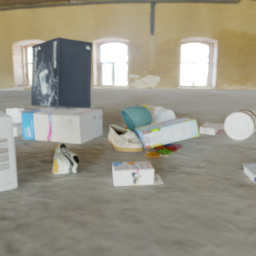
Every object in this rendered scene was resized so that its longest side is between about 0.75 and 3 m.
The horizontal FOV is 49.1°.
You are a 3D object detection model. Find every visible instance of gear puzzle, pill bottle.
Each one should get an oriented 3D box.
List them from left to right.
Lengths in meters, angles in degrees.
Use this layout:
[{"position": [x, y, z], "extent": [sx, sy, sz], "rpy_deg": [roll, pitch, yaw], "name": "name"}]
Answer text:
[{"position": [1.043, -0.433, 12.665], "extent": [1.140, 1.140, 1.994], "rpy_deg": [-11, 15, -44], "name": "pill bottle"}, {"position": [1.084, 0.696, 9.207], "extent": [0.892, 0.226, 1.723], "rpy_deg": [7, 13, 34], "name": "gear puzzle"}, {"position": [4.757, -0.210, 11.540], "extent": [1.104, 1.104, 1.931], "rpy_deg": [7, 14, 33], "name": "pill bottle"}]

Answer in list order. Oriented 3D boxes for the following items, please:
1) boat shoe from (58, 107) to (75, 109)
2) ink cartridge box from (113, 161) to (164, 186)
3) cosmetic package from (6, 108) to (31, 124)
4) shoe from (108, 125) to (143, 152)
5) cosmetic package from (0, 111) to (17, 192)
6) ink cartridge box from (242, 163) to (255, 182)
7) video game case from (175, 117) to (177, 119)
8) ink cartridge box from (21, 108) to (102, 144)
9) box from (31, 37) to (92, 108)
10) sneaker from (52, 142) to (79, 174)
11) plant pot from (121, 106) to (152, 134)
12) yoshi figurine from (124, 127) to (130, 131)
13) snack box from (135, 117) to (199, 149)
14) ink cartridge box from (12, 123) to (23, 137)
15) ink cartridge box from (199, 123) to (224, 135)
[{"position": [-3.540, -0.704, 15.006], "extent": [0.741, 0.878, 2.462], "rpy_deg": [-1, 4, 11], "name": "boat shoe"}, {"position": [0.226, 1.083, 6.749], "extent": [1.169, 0.396, 0.673], "rpy_deg": [-1, 11, -6], "name": "ink cartridge box"}, {"position": [-4.697, -0.467, 12.992], "extent": [0.917, 0.668, 1.803], "rpy_deg": [1, -3, 17], "name": "cosmetic package"}, {"position": [-0.181, 0.369, 9.859], "extent": [0.810, 0.619, 2.317], "rpy_deg": [-5, 12, -25], "name": "shoe"}, {"position": [-3.677, 0.488, 6.380], "extent": [1.678, 1.688, 2.017], "rpy_deg": [-9, 13, -34], "name": "cosmetic package"}, {"position": [3.467, 1.132, 7.002], "extent": [0.970, 0.214, 0.988], "rpy_deg": [1, 9, 6], "name": "ink cartridge box"}, {"position": [1.791, -0.660, 16.366], "extent": [1.666, 0.201, 1.828], "rpy_deg": [-2, 12, -8], "name": "video game case"}, {"position": [-2.572, -0.150, 11.230], "extent": [2.639, 1.117, 1.907], "rpy_deg": [2, 11, 20], "name": "ink cartridge box"}, {"position": [-3.073, -2.356, 12.645], "extent": [1.688, 2.827, 2.875], "rpy_deg": [-2, 6, -41], "name": "box"}, {"position": [-1.702, 0.873, 7.696], "extent": [0.684, 0.591, 1.561], "rpy_deg": [7, 17, -15], "name": "sneaker"}, {"position": [0.440, -0.361, 11.156], "extent": [0.888, 1.318, 1.318], "rpy_deg": [-31, 19, -12], "name": "plant pot"}, {"position": [0.431, 0.111, 11.930], "extent": [1.092, 0.614, 0.612], "rpy_deg": [-10, -35, 25], "name": "yoshi figurine"}, {"position": [1.295, 0.141, 9.807], "extent": [1.866, 0.631, 1.573], "rpy_deg": [-14, 7, -5], "name": "snack box"}, {"position": [-4.844, 0.074, 11.936], "extent": [0.709, 0.415, 0.981], "rpy_deg": [1, 11, 5], "name": "ink cartridge box"}, {"position": [3.902, 0.034, 12.445], "extent": [1.195, 0.303, 1.357], "rpy_deg": [4, 12, 25], "name": "ink cartridge box"}]
